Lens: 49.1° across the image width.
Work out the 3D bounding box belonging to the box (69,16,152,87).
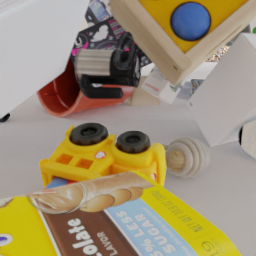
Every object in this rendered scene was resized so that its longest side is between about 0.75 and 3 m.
[{"bbox_3d":[-0.434,-1.856,6.781,1.766,1.013,1.167,-24,-16,3],"label":"box"}]

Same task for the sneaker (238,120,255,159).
[{"bbox_3d":[3.511,0.307,5.360,1.641,0.903,2.241,-2,8,-44],"label":"sneaker"}]

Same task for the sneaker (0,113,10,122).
[{"bbox_3d":[-3.957,-0.332,8.217,0.538,0.371,0.967,0,7,32],"label":"sneaker"}]

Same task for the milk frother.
[{"bbox_3d":[-0.311,-0.928,3.839,0.867,0.922,0.832,4,41,11],"label":"milk frother"}]

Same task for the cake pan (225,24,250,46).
[{"bbox_3d":[2.416,-2.620,6.920,1.421,1.421,0.261,-9,-13,-30],"label":"cake pan"}]

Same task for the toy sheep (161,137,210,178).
[{"bbox_3d":[1.000,0.492,4.779,1.106,0.763,0.763,-8,17,-40],"label":"toy sheep"}]

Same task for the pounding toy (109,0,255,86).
[{"bbox_3d":[0.928,-2.173,4.071,2.161,1.990,1.537,-40,-4,1],"label":"pounding toy"}]

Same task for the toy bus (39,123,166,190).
[{"bbox_3d":[-0.412,0.721,3.660,1.522,1.033,1.461,9,31,21],"label":"toy bus"}]

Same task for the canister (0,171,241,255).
[{"bbox_3d":[-0.674,1.145,1.896,2.464,1.066,1.830,-8,18,-29],"label":"canister"}]

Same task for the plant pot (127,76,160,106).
[{"bbox_3d":[0.605,-1.523,11.167,1.176,1.041,1.175,-2,16,-8],"label":"plant pot"}]

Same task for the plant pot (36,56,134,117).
[{"bbox_3d":[-1.327,-1.819,9.760,2.787,2.787,2.711,14,13,41],"label":"plant pot"}]

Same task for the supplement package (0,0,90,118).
[{"bbox_3d":[-1.112,-0.932,2.570,1.180,0.840,1.515,-48,2,-35],"label":"supplement package"}]

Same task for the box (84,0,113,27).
[{"bbox_3d":[-0.955,-3.900,9.012,1.072,1.800,0.373,-25,-1,13],"label":"box"}]

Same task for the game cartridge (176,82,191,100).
[{"bbox_3d":[2.934,-1.743,12.916,1.866,0.573,2.803,-2,16,-20],"label":"game cartridge"}]

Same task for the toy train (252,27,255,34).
[{"bbox_3d":[3.277,-2.086,7.331,0.345,1.652,0.466,3,51,-5],"label":"toy train"}]

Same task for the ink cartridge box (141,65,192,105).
[{"bbox_3d":[0.743,-0.974,5.248,0.380,0.904,0.660,29,7,-35],"label":"ink cartridge box"}]

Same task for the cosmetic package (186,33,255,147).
[{"bbox_3d":[2.867,-0.803,6.189,2.160,2.153,1.328,-8,60,-27],"label":"cosmetic package"}]

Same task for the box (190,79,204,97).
[{"bbox_3d":[2.958,-1.284,10.456,0.283,0.970,1.417,-13,20,-38],"label":"box"}]
